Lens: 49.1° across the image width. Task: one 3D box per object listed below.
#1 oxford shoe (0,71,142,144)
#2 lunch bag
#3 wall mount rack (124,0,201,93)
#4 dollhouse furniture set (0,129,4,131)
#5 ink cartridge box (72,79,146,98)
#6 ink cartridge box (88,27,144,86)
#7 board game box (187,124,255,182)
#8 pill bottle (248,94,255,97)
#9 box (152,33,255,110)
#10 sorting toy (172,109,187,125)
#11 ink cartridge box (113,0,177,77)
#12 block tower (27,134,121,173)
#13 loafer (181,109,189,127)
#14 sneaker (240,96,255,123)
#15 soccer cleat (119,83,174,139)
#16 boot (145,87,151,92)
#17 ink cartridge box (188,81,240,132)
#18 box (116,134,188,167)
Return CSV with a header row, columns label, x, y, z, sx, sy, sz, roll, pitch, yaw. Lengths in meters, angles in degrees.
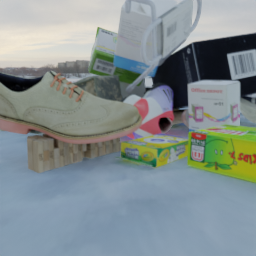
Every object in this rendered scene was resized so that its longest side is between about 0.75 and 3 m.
label,x,y,z,sx,sy,sz,roll,pitch,yaw
oxford shoe,-0.931,-0.342,4.029,2.296,0.848,0.813,4,31,3
lunch bag,-1.276,-0.504,6.749,2.088,1.228,1.713,-15,6,19
wall mount rack,0.712,-2.030,6.494,0.985,2.295,2.641,23,48,27
dollhouse furniture set,-3.810,-0.893,7.385,2.230,1.817,2.121,-4,10,-21
ink cartridge box,-1.034,-1.047,9.424,2.703,1.132,1.950,4,19,36
ink cartridge box,-0.235,-2.436,8.388,1.572,2.126,0.805,13,-36,-15
board game box,2.044,0.378,3.706,1.126,0.528,2.217,-9,13,-44
pill bottle,4.692,-1.170,10.476,2.223,1.266,1.266,-5,10,-39
box,2.414,-1.553,8.203,2.662,1.640,2.640,-13,3,-18
sorting toy,0.809,-0.254,8.270,2.719,0.364,2.025,-11,11,-21
ink cartridge box,0.407,-2.372,6.795,1.105,1.765,1.134,17,49,3
block tower,-0.820,0.267,4.563,0.456,0.488,1.690,9,12,40
loafer,1.888,-0.130,6.779,1.771,0.637,0.557,4,-9,-34
sneaker,3.987,-0.635,7.941,0.949,0.842,2.246,-39,23,-1
soccer cleat,0.656,-0.349,6.663,1.082,1.009,2.958,34,25,12
boot,0.000,-1.542,14.230,2.115,0.955,2.581,5,12,42
ink cartridge box,1.642,-0.291,5.408,0.508,1.200,0.867,-15,17,-39
box,0.445,0.348,4.605,0.741,0.305,1.263,9,15,40
